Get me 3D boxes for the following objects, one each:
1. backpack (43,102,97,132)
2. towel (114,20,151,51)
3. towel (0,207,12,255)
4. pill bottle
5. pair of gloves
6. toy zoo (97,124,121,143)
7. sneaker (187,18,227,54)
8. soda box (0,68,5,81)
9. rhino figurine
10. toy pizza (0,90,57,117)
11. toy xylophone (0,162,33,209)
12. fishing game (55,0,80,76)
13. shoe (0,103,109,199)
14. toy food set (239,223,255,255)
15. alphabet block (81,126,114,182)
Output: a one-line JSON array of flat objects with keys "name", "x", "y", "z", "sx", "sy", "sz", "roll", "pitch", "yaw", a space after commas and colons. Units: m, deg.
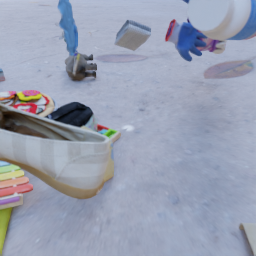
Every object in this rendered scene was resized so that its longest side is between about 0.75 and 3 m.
[{"name": "backpack", "x": -1.458, "y": 0.026, "z": 7.042, "sx": 1.179, "sy": 0.894, "sz": 1.413, "roll": 38, "pitch": 69, "yaw": 23}, {"name": "towel", "x": 0.121, "y": -2.643, "z": 7.998, "sx": 0.753, "sy": 0.910, "sz": 0.389, "roll": 10, "pitch": 69, "yaw": -27}, {"name": "towel", "x": -2.721, "y": 1.994, "z": 4.713, "sx": 1.229, "sy": 0.258, "sz": 2.857, "roll": -1, "pitch": 30, "yaw": -12}, {"name": "pill bottle", "x": 2.305, "y": -2.633, "z": 6.386, "sx": 1.220, "sy": 1.220, "sz": 2.175, "roll": 25, "pitch": 29, "yaw": 35}, {"name": "pair of gloves", "x": 1.774, "y": -2.982, "z": 7.412, "sx": 0.261, "sy": 2.288, "sz": 1.839, "roll": 25, "pitch": 14, "yaw": 38}, {"name": "toy zoo", "x": -1.085, "y": 0.181, "z": 7.724, "sx": 1.489, "sy": 0.152, "sz": 0.977, "roll": 19, "pitch": 38, "yaw": 28}, {"name": "sneaker", "x": 2.492, "y": -3.513, "z": 8.703, "sx": 1.283, "sy": 2.902, "sz": 1.167, "roll": -7, "pitch": 51, "yaw": -2}, {"name": "soda box", "x": -5.618, "y": -1.996, "z": 11.039, "sx": 1.311, "sy": 0.448, "sz": 0.417, "roll": -20, "pitch": 37, "yaw": -30}, {"name": "rhino figurine", "x": -2.092, "y": -2.798, "z": 12.016, "sx": 1.230, "sy": 0.841, "sz": 2.813, "roll": -6, "pitch": 30, "yaw": -11}, {"name": "toy pizza", "x": -3.667, "y": -0.686, "z": 8.886, "sx": 2.746, "sy": 0.435, "sz": 2.746, "roll": 0, "pitch": 31, "yaw": 0}, {"name": "toy xylophone", "x": -2.619, "y": 1.126, "z": 5.615, "sx": 1.147, "sy": 0.393, "sz": 1.566, "roll": -14, "pitch": 34, "yaw": -29}, {"name": "fishing game", "x": -1.859, "y": -3.059, "z": 8.313, "sx": 0.409, "sy": 2.631, "sz": 1.884, "roll": -5, "pitch": 44, "yaw": 2}, {"name": "shoe", "x": -1.326, "y": 0.007, "z": 3.116, "sx": 2.407, "sy": 0.642, "sz": 0.841, "roll": 21, "pitch": 28, "yaw": 2}, {"name": "toy food set", "x": 2.427, "y": 2.069, "z": 4.479, "sx": 0.962, "sy": 0.405, "sz": 1.341, "roll": 3, "pitch": 23, "yaw": 5}, {"name": "alphabet block", "x": -1.010, "y": 0.706, "z": 6.069, "sx": 1.009, "sy": 1.004, "sz": 1.027, "roll": 24, "pitch": 39, "yaw": 37}]
